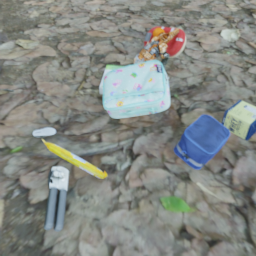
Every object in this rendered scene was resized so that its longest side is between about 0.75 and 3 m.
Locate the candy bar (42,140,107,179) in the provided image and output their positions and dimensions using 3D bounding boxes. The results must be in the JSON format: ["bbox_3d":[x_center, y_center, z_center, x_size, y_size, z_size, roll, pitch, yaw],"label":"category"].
[{"bbox_3d":[-1.598,0.951,8.320,2.185,0.545,0.242,29,72,-4],"label":"candy bar"}]

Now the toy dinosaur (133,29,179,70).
[{"bbox_3d":[1.131,-2.932,10.639,2.155,1.463,1.101,-23,72,0],"label":"toy dinosaur"}]

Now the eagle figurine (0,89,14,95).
[{"bbox_3d":[-5.889,-1.483,11.477,1.845,1.393,1.400,34,89,-4],"label":"eagle figurine"}]

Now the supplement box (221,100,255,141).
[{"bbox_3d":[4.189,-0.301,10.186,1.090,0.732,1.089,-32,50,-32],"label":"supplement box"}]

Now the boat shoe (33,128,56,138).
[{"bbox_3d":[-2.970,0.174,9.941,0.780,0.277,0.281,-5,70,-12],"label":"boat shoe"}]

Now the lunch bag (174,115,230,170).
[{"bbox_3d":[2.293,0.525,8.964,1.141,1.111,1.679,42,53,19],"label":"lunch bag"}]

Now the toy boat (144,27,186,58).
[{"bbox_3d":[1.428,-3.697,11.608,1.879,1.228,1.226,18,88,31],"label":"toy boat"}]

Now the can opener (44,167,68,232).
[{"bbox_3d":[-1.992,1.928,7.799,0.518,0.654,1.967,17,40,-23],"label":"can opener"}]

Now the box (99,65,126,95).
[{"bbox_3d":[-0.397,-2.175,12.682,1.490,0.375,2.064,4,42,5],"label":"box"}]

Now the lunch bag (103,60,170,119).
[{"bbox_3d":[0.269,-1.164,8.768,2.123,0.818,1.702,-10,57,15],"label":"lunch bag"}]
